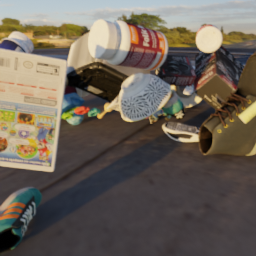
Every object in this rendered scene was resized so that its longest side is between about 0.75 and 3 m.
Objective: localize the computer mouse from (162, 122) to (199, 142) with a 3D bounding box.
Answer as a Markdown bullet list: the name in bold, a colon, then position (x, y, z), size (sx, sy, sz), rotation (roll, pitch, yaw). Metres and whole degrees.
- **computer mouse**: position (1.914, 0.241, 8.287), size (1.866, 0.409, 1.023), rotation (12, 27, 15)

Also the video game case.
- **video game case**: position (-1.838, -0.267, 4.700), size (1.395, 1.948, 0.176), rotation (8, 12, -9)

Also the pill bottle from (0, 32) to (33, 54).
- **pill bottle**: position (-4.165, -2.414, 9.747), size (1.095, 1.095, 1.892), rotation (8, 54, 21)

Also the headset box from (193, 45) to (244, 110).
- **headset box**: position (3.352, -1.591, 9.819), size (1.983, 1.029, 2.665), rotation (34, 44, -18)

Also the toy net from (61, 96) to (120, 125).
- **toy net**: position (-1.050, -0.705, 9.418), size (2.425, 0.468, 1.272), rotation (-18, -18, 0)

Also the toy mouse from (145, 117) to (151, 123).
- **toy mouse**: position (0.471, -0.729, 8.929), size (1.066, 1.199, 0.232), rotation (9, -28, -43)

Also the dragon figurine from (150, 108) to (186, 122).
- **dragon figurine**: position (1.192, -0.760, 10.039), size (1.829, 0.909, 0.538), rotation (-6, 30, 2)

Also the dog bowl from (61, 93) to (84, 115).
- **dog bowl**: position (-2.205, -0.767, 9.722), size (0.981, 0.436, 1.760), rotation (-38, -1, 22)

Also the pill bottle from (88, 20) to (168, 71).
- **pill bottle**: position (0.009, -2.055, 6.998), size (1.835, 1.048, 1.048), rotation (-1, 17, -39)

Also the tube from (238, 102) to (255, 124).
- **tube**: position (2.669, -0.444, 5.758), size (0.216, 0.834, 0.242), rotation (47, 10, 2)

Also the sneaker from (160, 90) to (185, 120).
- **sneaker**: position (1.304, -0.819, 9.163), size (0.756, 0.846, 2.119), rotation (-32, 18, 8)

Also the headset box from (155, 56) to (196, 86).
- **headset box**: position (1.596, -1.908, 9.350), size (1.303, 0.503, 0.969), rotation (0, 57, -11)

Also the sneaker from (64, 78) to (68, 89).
- **sneaker**: position (-3.121, -0.807, 8.748), size (2.760, 1.032, 1.466), rotation (-18, 41, 28)

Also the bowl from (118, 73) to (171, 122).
- **bowl**: position (0.315, -1.030, 7.970), size (1.675, 0.786, 1.675), rotation (-25, 33, 18)

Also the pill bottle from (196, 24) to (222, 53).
- **pill bottle**: position (2.485, -2.802, 8.681), size (0.748, 0.748, 1.365), rotation (4, 24, 12)

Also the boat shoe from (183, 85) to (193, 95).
- **boat shoe**: position (3.052, -1.936, 14.198), size (0.457, 0.406, 1.242), rotation (7, 21, 18)

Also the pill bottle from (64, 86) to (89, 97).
- **pill bottle**: position (-2.613, -1.405, 10.876), size (2.310, 1.265, 1.265), rotation (-29, 32, -28)

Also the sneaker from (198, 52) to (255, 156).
- **sneaker**: position (2.659, -0.496, 6.749), size (1.481, 2.787, 1.042), rotation (-4, 24, -17)

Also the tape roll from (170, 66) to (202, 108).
- **tape roll**: position (2.450, -1.734, 11.794), size (1.704, 1.704, 0.596), rotation (9, 22, 23)

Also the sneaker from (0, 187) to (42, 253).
- **sneaker**: position (-1.839, 1.559, 4.492), size (0.646, 0.577, 1.616), rotation (16, 27, 18)

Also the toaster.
- **toaster**: position (-0.838, -2.034, 9.604), size (2.564, 1.522, 2.319), rotation (20, -19, -37)
